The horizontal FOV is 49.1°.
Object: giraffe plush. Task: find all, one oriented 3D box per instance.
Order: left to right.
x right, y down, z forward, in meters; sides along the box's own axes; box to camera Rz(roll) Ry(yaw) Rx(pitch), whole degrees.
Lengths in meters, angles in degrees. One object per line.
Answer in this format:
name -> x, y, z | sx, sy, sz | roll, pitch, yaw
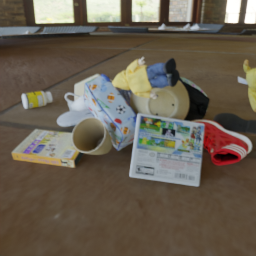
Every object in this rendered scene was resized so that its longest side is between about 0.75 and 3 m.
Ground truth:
giraffe plush -> 6.607, -2.037, 12.336 | 2.309, 2.457, 2.848 | -17, 38, 0

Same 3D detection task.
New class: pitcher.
pitcher -> -2.008, -1.105, 11.998 | 1.241, 1.065, 0.752 | -11, 38, 12

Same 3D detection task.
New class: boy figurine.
boy figurine -> 0.387, -1.215, 7.111 | 1.787, 1.111, 0.576 | -4, 34, 41

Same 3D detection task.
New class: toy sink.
toy sink -> -1.577, -1.675, 12.978 | 1.609, 0.902, 1.049 | -15, -20, 37

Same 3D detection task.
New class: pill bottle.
pill bottle -> -4.398, -1.380, 13.573 | 1.297, 0.722, 0.722 | -14, 28, -31

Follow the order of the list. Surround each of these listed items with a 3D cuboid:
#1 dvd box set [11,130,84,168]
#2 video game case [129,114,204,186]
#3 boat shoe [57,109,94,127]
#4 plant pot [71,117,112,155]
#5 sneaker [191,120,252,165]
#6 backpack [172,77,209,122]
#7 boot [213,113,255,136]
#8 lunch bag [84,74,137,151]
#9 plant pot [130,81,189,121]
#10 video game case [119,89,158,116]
dvd box set -> -2.519, 0.643, 9.469 | 2.167, 0.319, 1.585 | 5, 30, 11
video game case -> 1.106, 0.612, 7.821 | 1.949, 1.776, 0.214 | 9, -11, -5
boat shoe -> -1.833, -0.270, 11.119 | 1.962, 0.696, 0.707 | -8, 47, 13
plant pot -> -0.970, 0.400, 8.683 | 1.101, 1.101, 1.175 | 12, -16, 25
sneaker -> 2.747, 0.445, 9.341 | 2.369, 0.928, 1.368 | 16, 27, 34
backpack -> 2.116, -1.246, 11.639 | 2.487, 2.075, 1.574 | 23, 23, -1
boot -> 4.042, -0.029, 10.196 | 1.907, 0.702, 0.720 | 19, -10, 39
lunch bag -> -0.607, -0.507, 9.376 | 0.923, 1.958, 2.444 | -30, 78, -16
plant pot -> 1.037, -0.763, 9.022 | 2.024, 2.024, 1.358 | 1, 8, 3
video game case -> 0.292, -0.775, 10.322 | 2.272, 1.623, 0.216 | -24, -10, 10
